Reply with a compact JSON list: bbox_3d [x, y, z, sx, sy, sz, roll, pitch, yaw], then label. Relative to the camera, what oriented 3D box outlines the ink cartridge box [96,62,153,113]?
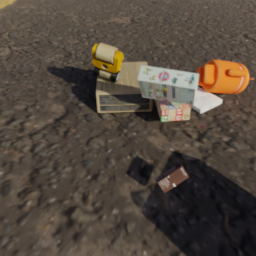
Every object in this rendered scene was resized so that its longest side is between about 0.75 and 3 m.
[{"bbox_3d":[-0.204,-1.855,12.365,2.329,1.062,2.828,-1,37,-2],"label":"ink cartridge box"}]

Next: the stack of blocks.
[{"bbox_3d":[1.664,-1.047,11.012,1.084,0.551,1.882,-5,39,-3],"label":"stack of blocks"}]

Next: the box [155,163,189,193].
[{"bbox_3d":[1.224,1.403,7.837,0.840,0.421,0.315,-34,16,-2],"label":"box"}]

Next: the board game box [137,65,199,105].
[{"bbox_3d":[1.305,-1.357,9.125,1.821,1.344,0.585,10,74,13],"label":"board game box"}]

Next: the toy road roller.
[{"bbox_3d":[-0.719,-2.788,11.180,1.067,1.736,1.267,20,61,7],"label":"toy road roller"}]

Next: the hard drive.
[{"bbox_3d":[2.908,-1.403,12.443,1.357,0.274,2.057,-24,44,-28],"label":"hard drive"}]

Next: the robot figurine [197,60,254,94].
[{"bbox_3d":[4.233,-2.236,12.420,2.463,1.772,1.436,2,50,-20],"label":"robot figurine"}]
